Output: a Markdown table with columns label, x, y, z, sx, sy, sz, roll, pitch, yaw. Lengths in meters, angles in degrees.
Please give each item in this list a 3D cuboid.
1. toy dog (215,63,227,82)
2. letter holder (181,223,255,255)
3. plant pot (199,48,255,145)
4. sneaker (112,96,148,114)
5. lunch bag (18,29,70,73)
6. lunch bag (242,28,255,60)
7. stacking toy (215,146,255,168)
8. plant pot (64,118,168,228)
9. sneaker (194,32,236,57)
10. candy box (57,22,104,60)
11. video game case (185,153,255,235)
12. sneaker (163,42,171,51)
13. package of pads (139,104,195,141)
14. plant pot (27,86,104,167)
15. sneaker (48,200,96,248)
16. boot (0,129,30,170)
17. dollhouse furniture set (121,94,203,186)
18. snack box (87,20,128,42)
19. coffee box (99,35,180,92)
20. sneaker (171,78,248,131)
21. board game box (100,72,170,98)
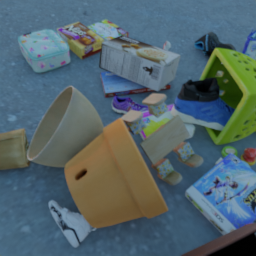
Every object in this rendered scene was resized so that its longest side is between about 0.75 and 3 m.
| label | x | y | z | sx | sy | sz | roll | pitch | yaw |
| --- | --- | --- | --- | --- | --- | --- | --- | --- | --- |
| toy dog | 4.700 | -2.280 | 11.561 | 2.614 | 1.259 | 1.724 | 13 | 49 | 12 |
| letter holder | 2.175 | 3.164 | 5.881 | 2.859 | 2.032 | 1.438 | -19 | 69 | -13 |
| plant pot | 3.971 | -1.099 | 9.753 | 2.231 | 2.447 | 2.459 | -4 | 50 | -16 |
| sneaker | 0.117 | -0.826 | 10.621 | 1.562 | 0.652 | 0.630 | 13 | 39 | 10 |
| lunch bag | -3.872 | -3.697 | 13.048 | 1.972 | 0.948 | 2.459 | -25 | 53 | -21 |
| lunch bag | 5.794 | -3.520 | 12.439 | 1.904 | 1.619 | 1.213 | -23 | 52 | -19 |
| stacking toy | 3.553 | 0.991 | 9.131 | 1.103 | 0.515 | 1.219 | 28 | 53 | 22 |
| plant pot | -0.409 | 1.384 | 7.560 | 1.934 | 2.763 | 2.763 | -27 | 52 | -1 |
| sneaker | 4.103 | -3.542 | 13.077 | 1.041 | 0.930 | 2.540 | -27 | 45 | -6 |
| candy box | -2.355 | -4.369 | 13.857 | 1.339 | 0.648 | 2.295 | -29 | 56 | -24 |
| video game case | 2.973 | 1.928 | 8.077 | 1.956 | 0.444 | 1.773 | -36 | 58 | -14 |
| sneaker | 1.726 | -3.730 | 13.294 | 0.341 | 0.363 | 0.885 | 34 | 62 | -19 |
| package of pads | 1.281 | -0.071 | 10.006 | 1.836 | 0.626 | 1.419 | -16 | 50 | -14 |
| plant pot | -1.736 | 0.213 | 8.837 | 1.716 | 2.556 | 2.556 | 32 | 42 | -27 |
| sneaker | -1.546 | 2.476 | 7.791 | 0.854 | 0.558 | 1.485 | -31 | 60 | -25 |
| boot | -4.887 | 0.474 | 9.365 | 2.905 | 0.961 | 2.544 | -12 | 62 | -9 |
| dollhouse furniture set | 0.728 | 0.734 | 7.811 | 2.605 | 2.393 | 1.695 | -37 | 20 | -12 |
| snack box | -1.055 | -4.856 | 14.397 | 1.301 | 0.485 | 1.829 | -34 | 56 | -27 |
| coffee box | 0.443 | -2.715 | 11.464 | 2.831 | 1.129 | 1.619 | 26 | 38 | 21 |
| sneaker | 2.999 | -0.845 | 9.503 | 2.779 | 1.546 | 1.067 | 11 | 36 | -6 |
| board game box | 0.280 | -2.019 | 11.997 | 2.771 | 0.270 | 1.427 | -8 | 50 | -7 |
